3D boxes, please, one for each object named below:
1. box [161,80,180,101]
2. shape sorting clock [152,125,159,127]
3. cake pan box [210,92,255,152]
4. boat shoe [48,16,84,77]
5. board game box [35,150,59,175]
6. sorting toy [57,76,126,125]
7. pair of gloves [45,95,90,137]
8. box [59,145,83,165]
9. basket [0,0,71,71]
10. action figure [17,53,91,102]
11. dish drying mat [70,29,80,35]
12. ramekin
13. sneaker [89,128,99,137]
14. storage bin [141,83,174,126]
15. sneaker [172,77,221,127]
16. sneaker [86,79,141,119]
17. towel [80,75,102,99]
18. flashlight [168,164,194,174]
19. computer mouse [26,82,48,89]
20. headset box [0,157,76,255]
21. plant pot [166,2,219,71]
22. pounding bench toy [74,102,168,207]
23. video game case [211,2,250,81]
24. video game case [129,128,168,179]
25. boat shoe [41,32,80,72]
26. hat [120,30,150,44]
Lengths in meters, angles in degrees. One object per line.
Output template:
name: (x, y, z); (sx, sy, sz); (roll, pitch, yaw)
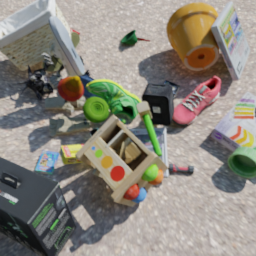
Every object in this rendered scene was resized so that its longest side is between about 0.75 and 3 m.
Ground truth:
box: (1.587, -1.400, 11.105); (0.654, 0.344, 0.799); (27, 71, 18)
shape sorting clock: (0.970, -0.365, 10.340); (0.770, 0.151, 0.770); (-4, 57, 7)
cake pan box: (4.607, 0.071, 10.022); (2.286, 0.649, 2.482); (40, 64, 21)
boat shoe: (-2.399, -2.727, 9.830); (0.937, 2.197, 0.812); (-14, 40, 14)
board game box: (-2.747, 1.168, 9.525); (0.585, 0.173, 0.769); (9, 57, 7)
sorting toy: (-1.099, -0.852, 9.365); (2.731, 0.941, 0.947); (40, 62, -8)
pair of gloves: (-2.300, -0.543, 10.628); (1.563, 0.322, 1.838); (-11, 58, -12)
box: (-1.488, 0.839, 9.248); (1.452, 0.364, 0.546); (-2, 44, -31)
basket: (-3.770, -3.793, 11.326); (2.690, 1.660, 1.823); (-25, 45, 11)
action figure: (-2.981, -2.098, 11.022); (2.771, 1.414, 1.647); (-20, 77, -17)
dish drying mat: (-3.197, -4.750, 13.610); (1.716, 0.156, 0.659); (30, 62, 19)
ramekin: (3.828, 1.095, 9.114); (1.011, 1.011, 0.494); (32, 54, 20)
sneaker: (-0.932, 0.291, 9.802); (1.008, 0.608, 0.421); (19, 87, 14)
storage bin: (1.031, -0.775, 9.504); (0.914, 1.352, 0.634); (7, 49, 20)
sneaker: (2.544, -1.099, 10.499); (2.559, 1.110, 0.943); (-40, 66, -22)
sneaker: (-0.480, -1.030, 10.198); (2.254, 0.835, 0.942); (25, 59, -21)
towel: (-1.287, -1.465, 11.020); (1.437, 0.802, 0.349); (27, 26, 16)
flashlight: (1.777, 1.344, 9.358); (0.831, 0.281, 0.282); (2, 48, 2)
computer mouse: (-3.388, -1.649, 10.827); (1.009, 0.296, 0.172); (6, 47, -20)
headset box: (-2.753, 2.075, 7.290); (2.191, 2.516, 1.167); (18, 49, 21)
plant pot: (2.799, -3.563, 11.518); (2.227, 2.227, 2.039); (-2, 57, -2)
pounding bench toy: (0.268, 0.739, 8.346); (2.656, 1.650, 2.072); (-47, 62, -1)
video game case: (4.272, -3.581, 11.470); (0.289, 2.386, 2.621); (-10, 33, 42)
video game case: (0.478, 0.843, 9.558); (1.688, 0.217, 1.857); (-3, 59, 7)
boat shoe: (-3.029, -3.290, 12.282); (0.776, 0.847, 2.268); (13, 58, 44)
hat: (0.303, -3.979, 13.119); (1.026, 0.903, 0.850); (-16, 41, 39)
